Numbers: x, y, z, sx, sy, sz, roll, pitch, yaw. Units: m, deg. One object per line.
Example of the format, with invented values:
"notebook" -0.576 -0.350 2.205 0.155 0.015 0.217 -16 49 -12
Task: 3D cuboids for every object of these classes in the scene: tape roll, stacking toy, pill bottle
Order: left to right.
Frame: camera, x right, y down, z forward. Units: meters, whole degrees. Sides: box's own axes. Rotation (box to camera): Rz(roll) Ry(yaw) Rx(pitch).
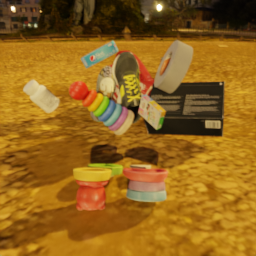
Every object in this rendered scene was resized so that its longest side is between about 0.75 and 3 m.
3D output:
"pill bottle" -3.375 -1.231 10.891 0.738 1.291 0.738 -25 41 24
"stacking toy" -0.943 -0.698 9.110 2.250 0.960 0.960 34 14 -21
"stacking toy" -0.179 1.430 6.846 2.174 0.918 1.968 2 -3 -2
"tape roll" 1.494 -2.039 9.428 0.559 1.694 1.694 23 21 -11

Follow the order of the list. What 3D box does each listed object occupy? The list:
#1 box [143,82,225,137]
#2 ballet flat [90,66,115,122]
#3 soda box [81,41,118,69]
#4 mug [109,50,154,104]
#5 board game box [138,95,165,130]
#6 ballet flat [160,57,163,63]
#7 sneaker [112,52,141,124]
"box" 2.026 -0.684 9.860 2.578 1.017 1.819 2 51 20
"ballet flat" -0.890 -1.275 10.897 0.803 2.233 0.803 14 9 -2
"soda box" -1.202 -3.081 11.782 1.518 0.487 0.515 -23 20 16
"mug" 0.123 -1.774 11.877 1.800 2.395 2.698 -46 47 -16
"board game box" 0.737 -0.508 8.955 0.193 0.734 0.959 -23 53 -31
"ballet flat" 1.487 -2.578 11.358 0.340 0.964 0.315 -32 70 0
"sneaker" 0.133 -1.373 10.082 1.004 2.695 1.140 -17 37 -15
